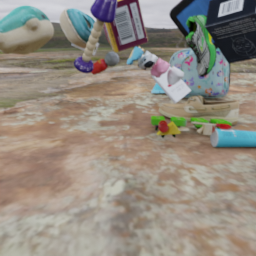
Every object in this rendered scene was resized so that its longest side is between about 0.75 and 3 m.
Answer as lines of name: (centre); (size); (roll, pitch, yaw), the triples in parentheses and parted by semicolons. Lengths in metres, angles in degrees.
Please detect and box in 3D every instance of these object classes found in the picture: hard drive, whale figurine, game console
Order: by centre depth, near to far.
hard drive: (1.221, -1.253, 7.938); (0.674, 1.022, 0.136); (-38, -5, -25)
whale figurine: (-3.379, -2.904, 8.278); (1.894, 1.235, 2.381); (-22, 8, 39)
game console: (3.202, -3.589, 9.518); (2.705, 1.605, 2.331); (34, -4, -42)

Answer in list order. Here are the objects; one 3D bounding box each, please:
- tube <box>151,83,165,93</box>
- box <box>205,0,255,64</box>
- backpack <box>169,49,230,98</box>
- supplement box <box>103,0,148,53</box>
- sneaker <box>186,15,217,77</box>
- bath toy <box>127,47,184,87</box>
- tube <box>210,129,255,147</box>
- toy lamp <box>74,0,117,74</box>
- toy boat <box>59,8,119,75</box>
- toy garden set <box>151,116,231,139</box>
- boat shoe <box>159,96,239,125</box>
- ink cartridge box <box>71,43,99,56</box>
tube: (1.808, -2.272, 15.218); (0.889, 0.579, 2.296); (-4, 23, 13)
box: (2.671, -2.324, 6.535); (1.132, 0.816, 1.525); (-2, -25, 40)
backpack: (3.302, -2.581, 13.179); (2.809, 2.493, 2.114); (3, 15, 22)
supplement box: (-0.294, -3.952, 10.260); (1.282, 1.627, 2.485); (-19, 32, -2)
sneaker: (2.100, -2.441, 8.441); (0.802, 1.882, 0.734); (-5, -5, -19)
bath toy: (0.663, -1.394, 6.591); (1.348, 0.498, 0.586); (24, 17, -19)
tube: (3.469, 0.311, 8.116); (2.064, 0.520, 0.799); (1, 29, -6)
toy lamp: (-1.032, -2.876, 8.632); (0.784, 2.693, 0.784); (16, 48, -18)
toy boat: (-1.562, -3.740, 11.850); (1.338, 2.878, 2.420); (-27, 9, 16)
toy garden set: (1.907, 0.016, 8.610); (2.428, 0.485, 2.024); (3, 8, 5)
boat shoe: (2.563, -0.757, 10.343); (2.861, 0.923, 1.020); (7, 21, 19)
ink cartridge box: (-2.052, -4.014, 13.464); (1.229, 0.670, 0.309); (15, 11, -45)
